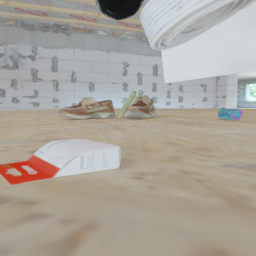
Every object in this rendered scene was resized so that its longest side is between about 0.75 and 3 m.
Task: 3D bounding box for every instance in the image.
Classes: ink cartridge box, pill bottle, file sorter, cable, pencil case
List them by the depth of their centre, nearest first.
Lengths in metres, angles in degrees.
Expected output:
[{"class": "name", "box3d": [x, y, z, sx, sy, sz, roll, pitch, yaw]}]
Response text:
[{"class": "ink cartridge box", "box3d": [-0.670, 0.265, 2.602, 0.958, 0.273, 0.779, 2, 3, -36]}, {"class": "cable", "box3d": [0.839, -1.471, 3.330, 1.451, 0.502, 1.451, -26, 2, 35]}, {"class": "pill bottle", "box3d": [-0.285, -3.565, 6.969, 1.135, 1.135, 2.030, -1, 39, -7]}, {"class": "file sorter", "box3d": [2.200, -2.513, 7.756, 2.636, 1.829, 1.641, -7, 24, 7]}, {"class": "pencil case", "box3d": [4.013, -0.561, 11.078, 0.494, 0.455, 1.069, -12, 7, -10]}]

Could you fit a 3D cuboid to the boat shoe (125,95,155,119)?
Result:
[{"class": "boat shoe", "box3d": [0.522, -0.916, 12.036, 1.045, 0.991, 2.761, 1, 5, 13]}]

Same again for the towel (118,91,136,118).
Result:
[{"class": "towel", "box3d": [-0.033, -1.026, 12.347, 0.248, 1.360, 1.009, 32, 8, -3]}]

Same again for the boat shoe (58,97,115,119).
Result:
[{"class": "boat shoe", "box3d": [-1.682, -0.831, 11.538, 2.524, 0.906, 0.956, -4, 6, -40]}]
